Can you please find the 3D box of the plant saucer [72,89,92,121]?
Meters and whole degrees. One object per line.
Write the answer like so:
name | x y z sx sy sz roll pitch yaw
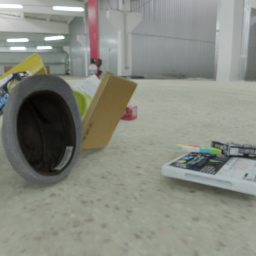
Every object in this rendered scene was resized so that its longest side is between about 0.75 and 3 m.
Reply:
plant saucer | -2.532 -0.559 10.382 2.774 0.431 2.774 -6 50 7

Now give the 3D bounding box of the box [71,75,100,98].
box | -1.870 -1.093 12.926 2.079 1.091 1.912 -31 57 -8

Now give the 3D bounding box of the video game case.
video game case | 2.600 1.174 7.999 2.472 0.318 2.719 8 9 29

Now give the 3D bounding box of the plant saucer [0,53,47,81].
plant saucer | -4.131 -1.410 11.996 0.642 2.652 2.651 15 47 27

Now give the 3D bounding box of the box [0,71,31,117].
box | -4.022 -0.906 9.070 2.229 0.554 2.213 -44 14 1

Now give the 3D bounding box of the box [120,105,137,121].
box | -0.344 -0.926 16.263 1.616 0.771 0.806 7 15 26

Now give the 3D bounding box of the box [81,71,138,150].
box | -0.752 -0.497 9.650 0.288 2.704 2.210 31 12 20

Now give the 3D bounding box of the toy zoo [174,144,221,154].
toy zoo | 2.252 0.705 9.492 1.451 0.148 0.952 5 2 -11

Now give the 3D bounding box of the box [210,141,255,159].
box | 3.762 0.741 9.532 1.494 0.372 1.178 5 4 -13

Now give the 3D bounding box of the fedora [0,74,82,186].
fedora | -2.561 0.074 7.791 1.341 2.971 2.627 -2 14 34

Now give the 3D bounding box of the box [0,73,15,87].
box | -4.384 -1.303 10.431 1.098 1.009 0.576 -33 35 -7
